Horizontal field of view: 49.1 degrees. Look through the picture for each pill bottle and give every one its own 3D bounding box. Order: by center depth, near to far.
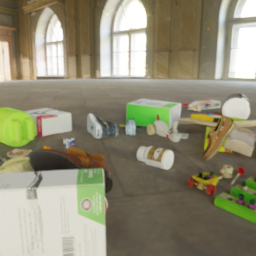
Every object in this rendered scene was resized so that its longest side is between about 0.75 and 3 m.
[{"bbox_3d":[0.868,0.947,9.202,1.110,0.635,0.635,10,17,36],"label":"pill bottle"},{"bbox_3d":[6.206,-1.199,16.090,1.437,1.437,2.706,6,16,21],"label":"pill bottle"}]

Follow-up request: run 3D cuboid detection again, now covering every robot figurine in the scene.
[{"bbox_3d":[-4.872,-0.064,11.581,2.530,1.463,2.219,12,18,39],"label":"robot figurine"}]

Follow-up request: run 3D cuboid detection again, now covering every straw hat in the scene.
[{"bbox_3d":[-2.739,1.256,7.174,2.250,0.952,2.250,0,11,0],"label":"straw hat"}]

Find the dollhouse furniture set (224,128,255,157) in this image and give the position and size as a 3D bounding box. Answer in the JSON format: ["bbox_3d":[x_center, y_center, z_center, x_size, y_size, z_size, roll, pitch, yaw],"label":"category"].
[{"bbox_3d":[4.608,0.023,10.382,2.478,1.210,2.113,20,31,21],"label":"dollhouse furniture set"}]

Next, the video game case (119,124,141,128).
[{"bbox_3d":[0.112,-0.086,14.107,0.802,0.113,0.887,7,3,26],"label":"video game case"}]

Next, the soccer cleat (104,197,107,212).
[{"bbox_3d":[-1.658,1.679,6.155,2.388,0.820,1.017,1,6,-11],"label":"soccer cleat"}]

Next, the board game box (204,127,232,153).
[{"bbox_3d":[3.711,0.439,11.548,1.019,0.477,2.005,4,15,16],"label":"board game box"}]

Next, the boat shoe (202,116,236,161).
[{"bbox_3d":[3.013,0.341,9.739,0.577,1.696,0.610,38,-10,-4],"label":"boat shoe"}]

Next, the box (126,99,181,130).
[{"bbox_3d":[1.391,-0.759,14.918,2.365,1.143,2.087,9,17,24],"label":"box"}]

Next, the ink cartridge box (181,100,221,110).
[{"bbox_3d":[5.197,-1.798,20.218,1.828,0.565,2.254,-8,20,-35],"label":"ink cartridge box"}]

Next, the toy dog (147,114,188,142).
[{"bbox_3d":[1.670,-0.045,12.506,1.955,0.942,1.289,12,21,42],"label":"toy dog"}]

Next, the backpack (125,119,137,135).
[{"bbox_3d":[0.126,0.021,12.937,0.677,0.718,0.880,-2,23,-21],"label":"backpack"}]

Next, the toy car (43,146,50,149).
[{"bbox_3d":[-2.324,0.997,8.797,1.113,0.370,0.546,34,-34,-33],"label":"toy car"}]

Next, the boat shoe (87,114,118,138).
[{"bbox_3d":[-1.246,-0.056,13.057,1.046,0.815,2.304,2,18,-21],"label":"boat shoe"}]

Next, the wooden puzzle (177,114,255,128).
[{"bbox_3d":[4.289,-0.363,13.524,2.676,0.539,2.893,-3,7,-42],"label":"wooden puzzle"}]

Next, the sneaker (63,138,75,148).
[{"bbox_3d":[-2.372,0.573,11.380,0.444,0.311,0.769,-7,14,-18],"label":"sneaker"}]

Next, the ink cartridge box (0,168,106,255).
[{"bbox_3d":[-1.432,1.566,4.982,2.032,1.485,0.857,-1,13,-7],"label":"ink cartridge box"}]

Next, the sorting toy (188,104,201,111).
[{"bbox_3d":[4.307,-1.276,18.352,0.721,0.428,0.801,-8,-3,28],"label":"sorting toy"}]

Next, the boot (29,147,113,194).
[{"bbox_3d":[-1.599,0.863,8.122,2.283,0.830,2.425,15,10,-16],"label":"boot"}]

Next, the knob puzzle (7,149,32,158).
[{"bbox_3d":[-4.100,0.918,10.385,0.903,0.125,0.903,0,14,0],"label":"knob puzzle"}]

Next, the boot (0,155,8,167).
[{"bbox_3d":[-4.384,1.173,8.700,1.276,0.461,0.964,12,21,41],"label":"boot"}]

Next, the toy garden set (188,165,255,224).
[{"bbox_3d":[3.070,1.406,7.422,2.508,0.500,2.090,-14,20,-38],"label":"toy garden set"}]

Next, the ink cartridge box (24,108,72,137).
[{"bbox_3d":[-4.072,-0.324,13.666,2.211,0.922,1.605,13,19,41],"label":"ink cartridge box"}]
